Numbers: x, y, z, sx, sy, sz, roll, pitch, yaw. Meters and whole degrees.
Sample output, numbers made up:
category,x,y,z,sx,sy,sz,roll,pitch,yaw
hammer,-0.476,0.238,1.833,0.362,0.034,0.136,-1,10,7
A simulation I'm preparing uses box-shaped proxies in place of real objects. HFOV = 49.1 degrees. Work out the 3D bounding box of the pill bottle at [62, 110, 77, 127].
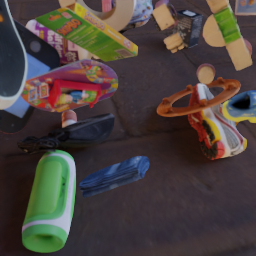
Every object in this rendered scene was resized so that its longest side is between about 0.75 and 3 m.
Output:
category,x,y,z,sx,sy,sz,roll,pitch,yaw
pill bottle,-1.737,-0.147,8.303,0.428,0.428,0.763,-8,41,-9

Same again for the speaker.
category,x,y,z,sx,sy,sz,roll,pitch,yaw
speaker,-1.650,1.487,6.059,0.931,0.931,2.104,-2,41,-2

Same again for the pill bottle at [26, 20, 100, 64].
category,x,y,z,sx,sy,sz,roll,pitch,yaw
pill bottle,-2.392,-3.404,11.146,2.946,1.654,1.654,0,41,0

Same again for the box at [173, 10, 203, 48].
category,x,y,z,sx,sy,sz,roll,pitch,yaw
box,2.627,-4.455,12.579,0.720,1.345,0.998,-31,49,-31

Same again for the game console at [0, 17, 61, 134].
category,x,y,z,sx,sy,sz,roll,pitch,yaw
game console,-2.724,-1.163,6.033,0.350,1.997,2.258,24,83,49

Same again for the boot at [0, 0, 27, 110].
category,x,y,z,sx,sy,sz,roll,pitch,yaw
boot,-2.546,-1.080,4.325,1.743,0.875,2.417,-29,68,23

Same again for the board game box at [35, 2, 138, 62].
category,x,y,z,sx,sy,sz,roll,pitch,yaw
board game box,-0.926,-2.267,6.834,1.154,0.362,2.416,1,-8,38

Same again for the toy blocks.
category,x,y,z,sx,sy,sz,roll,pitch,yaw
toy blocks,2.119,-2.437,6.391,2.336,2.183,1.966,-23,21,26

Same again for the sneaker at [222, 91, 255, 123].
category,x,y,z,sx,sy,sz,roll,pitch,yaw
sneaker,2.375,-0.367,4.822,1.440,0.756,0.545,-8,80,18

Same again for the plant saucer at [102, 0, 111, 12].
category,x,y,z,sx,sy,sz,roll,pitch,yaw
plant saucer,-0.704,-4.063,9.097,0.262,1.034,1.034,-4,41,-5

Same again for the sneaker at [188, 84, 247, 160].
category,x,y,z,sx,sy,sz,roll,pitch,yaw
sneaker,2.480,-0.239,8.092,1.107,1.049,2.695,-2,50,-9

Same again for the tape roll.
category,x,y,z,sx,sy,sz,roll,pitch,yaw
tape roll,-0.854,-3.560,7.671,2.164,2.164,0.395,6,54,7

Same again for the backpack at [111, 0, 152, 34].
category,x,y,z,sx,sy,sz,roll,pitch,yaw
backpack,0.116,-3.921,9.135,1.317,1.383,1.065,-17,7,-18

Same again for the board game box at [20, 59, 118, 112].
category,x,y,z,sx,sy,sz,roll,pitch,yaw
board game box,-1.203,-0.657,6.016,2.096,1.656,0.408,-16,67,11

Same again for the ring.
category,x,y,z,sx,sy,sz,roll,pitch,yaw
ring,2.052,-1.002,8.482,2.550,0.245,2.550,-20,17,7

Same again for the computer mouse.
category,x,y,z,sx,sy,sz,roll,pitch,yaw
computer mouse,-1.404,0.260,7.380,2.613,0.689,1.809,-22,11,-39

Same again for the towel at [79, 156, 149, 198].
category,x,y,z,sx,sy,sz,roll,pitch,yaw
towel,-0.234,0.795,4.768,1.176,0.285,0.657,-23,7,20

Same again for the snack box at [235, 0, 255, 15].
category,x,y,z,sx,sy,sz,roll,pitch,yaw
snack box,3.884,-3.008,6.027,2.912,1.047,0.354,12,35,27
